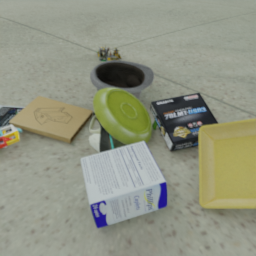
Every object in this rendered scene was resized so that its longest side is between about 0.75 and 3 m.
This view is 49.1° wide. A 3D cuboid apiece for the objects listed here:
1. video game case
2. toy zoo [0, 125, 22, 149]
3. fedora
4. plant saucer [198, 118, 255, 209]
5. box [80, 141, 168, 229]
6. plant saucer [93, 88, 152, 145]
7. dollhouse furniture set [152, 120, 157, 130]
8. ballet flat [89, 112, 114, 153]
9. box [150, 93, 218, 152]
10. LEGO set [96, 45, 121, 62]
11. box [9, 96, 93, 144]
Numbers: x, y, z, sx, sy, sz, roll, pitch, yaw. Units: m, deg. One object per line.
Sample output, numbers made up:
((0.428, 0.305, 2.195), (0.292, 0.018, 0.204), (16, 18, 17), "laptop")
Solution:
((-5.680, -0.150, 11.710), (2.472, 0.318, 2.719), (4, 34, 5), "video game case")
((-4.696, 0.365, 10.458), (1.451, 0.148, 0.952), (-24, 47, -22), "toy zoo")
((-0.331, -2.030, 13.320), (2.971, 1.341, 2.627), (4, 44, -2), "fedora")
((3.480, 1.086, 8.287), (2.651, 0.642, 2.652), (-10, 62, 32), "plant saucer")
((-0.158, 1.555, 8.061), (2.079, 1.091, 1.912), (-15, 35, -8), "box")
((-0.066, -0.557, 10.791), (2.774, 0.431, 2.774), (28, 40, -26), "plant saucer")
((1.623, -0.046, 11.667), (1.149, 0.444, 0.574), (13, 24, -15), "dollhouse furniture set")
((-0.985, 0.276, 10.475), (0.914, 0.909, 2.672), (-6, 43, -1), "ballet flat")
((2.271, -0.295, 11.061), (2.229, 0.554, 2.213), (-11, 57, -15), "box")
((-1.278, -4.929, 17.978), (1.649, 0.955, 1.268), (1, 35, 1), "LEGO set")
((-3.157, -0.420, 11.809), (2.704, 0.288, 2.210), (16, 37, 10), "box")
